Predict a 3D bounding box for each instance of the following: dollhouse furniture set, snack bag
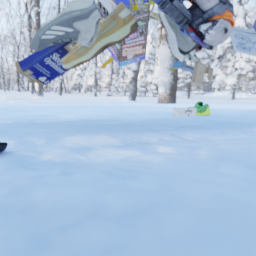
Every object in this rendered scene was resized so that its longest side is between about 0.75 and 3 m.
[{"bbox_3d":[1.849,-1.565,8.312,0.880,0.608,0.932,10,1,-40],"label":"dollhouse furniture set"},{"bbox_3d":[4.101,-2.490,8.553,1.958,0.210,1.846,25,5,26],"label":"snack bag"}]

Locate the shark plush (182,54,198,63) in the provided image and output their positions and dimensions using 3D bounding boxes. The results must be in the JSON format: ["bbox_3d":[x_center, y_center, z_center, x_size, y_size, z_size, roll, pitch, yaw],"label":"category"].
[{"bbox_3d":[2.714,-3.689,12.806,0.638,1.532,0.696,-23,0,-12],"label":"shark plush"}]

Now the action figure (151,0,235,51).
[{"bbox_3d":[1.396,-2.840,5.802,1.391,2.572,2.659,-28,-19,32],"label":"action figure"}]

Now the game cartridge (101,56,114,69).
[{"bbox_3d":[-0.793,-2.892,11.980,0.858,0.158,0.973,-39,15,13],"label":"game cartridge"}]

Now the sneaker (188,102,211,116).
[{"bbox_3d":[3.896,-1.073,15.383,0.676,0.763,1.825,-4,6,-24],"label":"sneaker"}]

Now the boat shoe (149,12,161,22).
[{"bbox_3d":[1.741,-4.811,12.045,1.863,0.605,0.672,1,29,-28],"label":"boat shoe"}]

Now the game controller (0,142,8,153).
[{"bbox_3d":[-2.795,0.306,4.491,1.538,0.324,0.802,0,6,-7],"label":"game controller"}]

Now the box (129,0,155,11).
[{"bbox_3d":[0.716,-3.399,7.002,1.418,0.497,0.456,-25,28,-14],"label":"box"}]

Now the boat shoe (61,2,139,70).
[{"bbox_3d":[-0.885,-2.294,6.977,2.280,0.868,0.817,-26,28,22],"label":"boat shoe"}]

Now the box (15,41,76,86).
[{"bbox_3d":[-2.229,-2.213,8.931,2.287,0.371,1.386,-30,-16,7],"label":"box"}]

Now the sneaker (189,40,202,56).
[{"bbox_3d":[2.973,-3.602,12.096,0.662,1.146,0.434,-18,-42,33],"label":"sneaker"}]

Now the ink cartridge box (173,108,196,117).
[{"bbox_3d":[2.947,-0.827,14.630,1.037,0.440,0.755,1,6,-12],"label":"ink cartridge box"}]

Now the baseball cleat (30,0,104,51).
[{"bbox_3d":[-1.191,-1.798,5.407,1.640,0.873,0.572,-30,8,28],"label":"baseball cleat"}]

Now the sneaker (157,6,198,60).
[{"bbox_3d":[1.753,-3.674,9.886,0.986,2.486,0.919,-22,-11,30],"label":"sneaker"}]

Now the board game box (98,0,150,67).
[{"bbox_3d":[-0.168,-3.312,8.872,0.993,2.050,1.634,-20,55,-17],"label":"board game box"}]

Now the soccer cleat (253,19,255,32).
[{"bbox_3d":[4.075,-2.115,6.572,2.371,0.809,0.868,36,30,19],"label":"soccer cleat"}]
